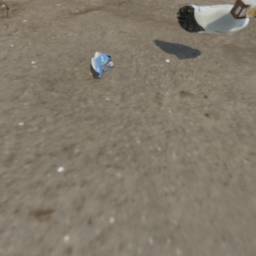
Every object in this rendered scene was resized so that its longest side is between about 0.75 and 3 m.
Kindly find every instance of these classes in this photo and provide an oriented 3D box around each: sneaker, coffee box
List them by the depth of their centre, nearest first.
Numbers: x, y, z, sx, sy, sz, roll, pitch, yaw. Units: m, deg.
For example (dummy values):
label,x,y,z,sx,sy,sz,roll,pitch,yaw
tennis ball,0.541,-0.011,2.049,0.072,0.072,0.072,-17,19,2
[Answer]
label,x,y,z,sx,sy,sz,roll,pitch,yaw
coffee box,3.676,-3.680,8.593,0.944,0.534,0.377,-14,63,-22
sneaker,3.118,-4.121,10.630,1.066,1.057,2.940,-19,32,-38
sneaker,-1.092,-2.739,12.009,0.838,0.738,1.879,1,38,5
